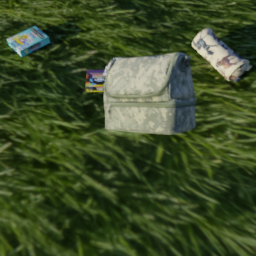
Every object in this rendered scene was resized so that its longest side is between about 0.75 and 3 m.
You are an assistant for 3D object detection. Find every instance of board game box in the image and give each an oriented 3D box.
[{"bbox_3d":[-4.415,-3.850,12.417,1.456,0.342,1.099,-38,63,-24],"label":"board game box"},{"bbox_3d":[-1.079,-1.852,11.010,1.113,0.316,0.920,-2,56,-2],"label":"board game box"}]

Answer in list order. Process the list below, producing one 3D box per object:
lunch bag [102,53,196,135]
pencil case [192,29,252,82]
[{"bbox_3d":[0.460,-0.818,6.647,2.124,1.781,1.480,5,7,38],"label":"lunch bag"},{"bbox_3d":[3.720,-3.015,11.416,1.157,1.006,2.586,-9,51,-36],"label":"pencil case"}]
